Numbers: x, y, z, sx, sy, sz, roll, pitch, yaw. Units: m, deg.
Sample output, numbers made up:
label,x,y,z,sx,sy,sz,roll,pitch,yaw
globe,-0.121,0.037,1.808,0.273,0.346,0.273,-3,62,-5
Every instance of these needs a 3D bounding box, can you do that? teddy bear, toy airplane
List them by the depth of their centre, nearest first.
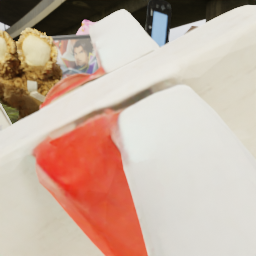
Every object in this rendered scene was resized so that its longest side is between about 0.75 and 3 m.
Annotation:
label,x,y,z,sx,sy,sz,roll,pitch,yaw
toy airplane,0.274,0.653,0.999,2.020,1.432,2.029,50,19,12
teddy bear,-1.744,-0.774,5.341,1.934,2.667,0.890,-13,52,13

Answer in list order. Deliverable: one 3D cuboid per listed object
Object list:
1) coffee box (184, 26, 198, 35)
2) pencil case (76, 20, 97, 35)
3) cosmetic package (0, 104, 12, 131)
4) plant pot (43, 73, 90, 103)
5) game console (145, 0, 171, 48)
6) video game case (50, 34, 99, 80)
label,x,y,z,sx,sy,sz,roll,pitch,yaw
coffee box,2.047,-1.419,7.821,0.953,2.388,1.350,27,70,40
pencil case,-1.444,-1.810,8.496,1.199,2.743,1.199,26,28,-15
cosmetic package,-3.210,-0.187,5.046,1.536,1.084,2.967,-32,25,-25
plant pot,-0.666,-0.105,4.963,1.272,1.272,1.237,-11,44,-40
game console,0.534,-1.623,6.077,0.271,2.252,1.328,12,10,43
video game case,-1.242,-0.917,6.412,2.609,2.357,0.333,6,1,27
